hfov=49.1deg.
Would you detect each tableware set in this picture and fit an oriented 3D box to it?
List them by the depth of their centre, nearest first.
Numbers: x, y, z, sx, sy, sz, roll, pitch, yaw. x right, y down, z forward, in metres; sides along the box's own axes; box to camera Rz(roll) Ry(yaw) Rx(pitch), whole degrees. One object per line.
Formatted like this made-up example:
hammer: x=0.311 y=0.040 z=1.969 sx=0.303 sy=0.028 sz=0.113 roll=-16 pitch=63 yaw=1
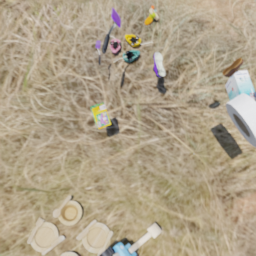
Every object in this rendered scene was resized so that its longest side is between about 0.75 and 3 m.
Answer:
tableware set: x=-2.090 y=3.948 z=10.070 sx=2.726 sy=0.316 sz=2.277 roll=38 pitch=71 yaw=15

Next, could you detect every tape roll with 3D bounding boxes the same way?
tape roll: x=3.545 y=-0.212 z=8.212 sx=0.552 sy=1.578 sz=1.578 roll=-33 pitch=68 yaw=7

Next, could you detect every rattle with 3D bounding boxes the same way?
rattle: x=1.169 y=-5.842 z=14.615 sx=0.670 sy=0.735 sz=1.029 roll=12 pitch=44 yaw=-29

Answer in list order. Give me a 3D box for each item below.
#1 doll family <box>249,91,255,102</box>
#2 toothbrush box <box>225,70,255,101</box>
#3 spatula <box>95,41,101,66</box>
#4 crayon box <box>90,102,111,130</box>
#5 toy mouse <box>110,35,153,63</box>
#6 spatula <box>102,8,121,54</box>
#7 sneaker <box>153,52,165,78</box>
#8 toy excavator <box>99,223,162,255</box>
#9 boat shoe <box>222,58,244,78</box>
doll family: x=4.444 y=-0.997 z=9.308 sx=0.865 sy=0.390 sz=0.537 roll=-12 pitch=75 yaw=25
toothbrush box: x=4.865 y=-1.537 z=12.122 sx=0.653 sy=1.121 sz=1.531 roll=-5 pitch=66 yaw=-2
spatula: x=-1.191 y=-3.037 z=11.380 sx=0.100 sy=0.275 sz=0.974 roll=-1 pitch=96 yaw=34
crayon box: x=-0.993 y=-0.428 z=10.147 sx=0.515 sy=0.867 sz=0.253 roll=-22 pitch=27 yaw=-11
toy mouse: x=-0.204 y=-3.702 z=13.490 sx=2.170 sy=0.420 sz=1.928 roll=24 pitch=67 yaw=11
spatula: x=-0.620 y=-3.454 z=10.074 sx=0.211 sy=0.581 sz=2.055 roll=-3 pitch=59 yaw=37
sneaker: x=1.119 y=-2.427 z=10.934 sx=0.345 sy=0.493 sz=0.992 roll=-9 pitch=87 yaw=-27
toy excavator: x=-0.015 y=4.258 z=9.565 sx=1.085 sy=2.173 sz=2.113 roll=48 pitch=118 yaw=17
boat shoe: x=3.272 y=-1.832 z=8.599 sx=0.289 sy=0.821 sz=0.289 roll=24 pitch=62 yaw=-13
